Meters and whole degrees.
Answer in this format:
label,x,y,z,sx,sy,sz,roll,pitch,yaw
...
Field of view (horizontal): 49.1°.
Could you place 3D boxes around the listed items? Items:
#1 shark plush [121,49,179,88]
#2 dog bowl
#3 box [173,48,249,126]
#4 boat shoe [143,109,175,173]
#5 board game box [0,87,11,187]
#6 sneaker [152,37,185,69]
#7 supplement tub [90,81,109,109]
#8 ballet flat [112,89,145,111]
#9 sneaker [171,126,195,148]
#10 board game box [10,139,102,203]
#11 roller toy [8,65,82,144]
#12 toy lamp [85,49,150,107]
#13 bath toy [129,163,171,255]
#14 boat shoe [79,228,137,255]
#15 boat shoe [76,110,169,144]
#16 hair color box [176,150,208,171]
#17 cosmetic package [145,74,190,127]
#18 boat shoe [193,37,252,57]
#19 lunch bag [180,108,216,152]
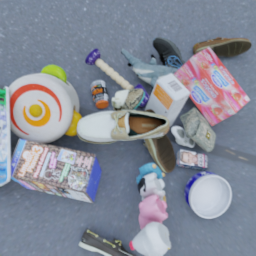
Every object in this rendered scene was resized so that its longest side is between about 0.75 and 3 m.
label,x,y,z,sx,sy,sz,roll,pitch,yaw
shark plush,0.786,-2.163,10.100,2.317,1.052,0.965,38,106,24
dog bowl,2.353,1.975,8.308,1.295,0.510,1.295,-2,98,-12
box,2.662,-1.315,9.078,1.029,1.116,2.174,-34,86,-34
boat shoe,0.854,0.474,9.188,0.764,0.812,2.133,-15,83,-39
board game box,-4.142,0.509,8.222,0.348,2.693,2.694,8,65,-42
sneaker,1.550,-2.405,10.240,0.865,0.774,2.113,-40,87,-13
supplement tub,-1.001,-1.183,10.003,0.563,0.563,0.919,-12,65,-5
ballet flat,-0.129,-0.789,8.835,0.795,2.112,0.716,22,75,-7
sneaker,1.689,0.334,9.192,1.057,0.525,0.412,40,60,-27
board game box,-2.041,1.326,8.225,2.217,1.768,1.074,11,67,5
roller toy,-2.672,-0.607,8.774,2.102,1.610,2.304,-22,102,5
toy lamp,-0.332,-1.749,10.006,2.634,0.767,0.767,43,72,5
bath toy,0.575,2.241,7.579,1.014,1.193,2.745,-30,26,21
boat shoe,-0.500,3.379,7.935,1.782,0.635,0.536,16,68,10
boat shoe,-0.150,-0.108,8.060,2.698,0.923,1.008,-5,78,-6
hair color box,2.070,1.049,9.038,0.980,0.297,0.490,11,64,-11
cosmetic package,1.183,-0.751,9.059,0.648,1.818,0.922,-29,67,-27
boat shoe,3.547,-3.159,10.692,2.126,0.765,0.723,-7,53,4
lunch bag,2.274,0.106,8.929,0.704,0.981,1.197,-35,37,23
